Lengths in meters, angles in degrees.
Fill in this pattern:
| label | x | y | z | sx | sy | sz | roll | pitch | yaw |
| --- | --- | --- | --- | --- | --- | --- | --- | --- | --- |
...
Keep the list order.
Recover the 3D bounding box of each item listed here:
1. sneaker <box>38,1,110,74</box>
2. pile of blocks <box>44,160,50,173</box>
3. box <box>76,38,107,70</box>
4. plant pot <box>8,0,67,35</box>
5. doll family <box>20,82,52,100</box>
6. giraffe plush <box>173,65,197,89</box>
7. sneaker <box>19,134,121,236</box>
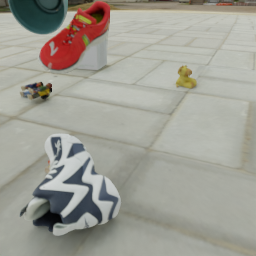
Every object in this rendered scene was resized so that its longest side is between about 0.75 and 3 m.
| label | x | y | z | sx | sy | sz | roll | pitch | yaw |
| --- | --- | --- | --- | --- | --- | --- | --- | --- | --- |
| sneaker | -1.282 | -2.341 | 6.855 | 0.971 | 1.070 | 2.521 | 33 | 57 | 2 |
| pile of blocks | -1.776 | 0.744 | 7.078 | 0.351 | 0.463 | 1.129 | 10 | 29 | 21 |
| box | -2.137 | -4.113 | 14.941 | 1.688 | 1.697 | 1.454 | 8 | 26 | 14 |
| plant pot | -1.877 | -2.816 | 6.217 | 1.227 | 1.227 | 0.822 | 3 | 37 | 6 |
| doll family | -3.577 | -1.506 | 11.126 | 1.035 | 0.703 | 1.791 | -27 | 35 | -33 |
| giraffe plush | 2.527 | -2.313 | 12.425 | 1.063 | 0.862 | 0.917 | 3 | 28 | 6 |
| sneaker | -1.506 | 1.099 | 5.620 | 1.640 | 1.006 | 2.520 | -17 | 50 | -36 |
